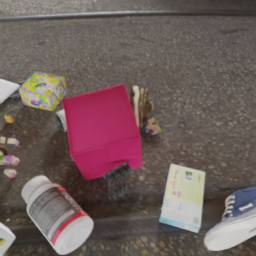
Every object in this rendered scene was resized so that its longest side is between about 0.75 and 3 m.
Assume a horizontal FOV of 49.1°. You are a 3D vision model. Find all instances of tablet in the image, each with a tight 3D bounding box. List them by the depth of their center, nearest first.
[{"bbox_3d":[-7.057,-1.934,14.094,2.728,0.186,1.775,18,52,22],"label":"tablet"}]

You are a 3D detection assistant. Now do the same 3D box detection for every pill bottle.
[{"bbox_3d":[-2.350,2.659,8.932,1.341,1.341,2.422,-35,56,-29],"label":"pill bottle"}]

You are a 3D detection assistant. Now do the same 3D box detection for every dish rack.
[{"bbox_3d":[-0.330,1.905,9.702,1.003,1.308,0.357,-25,47,-26],"label":"dish rack"}]

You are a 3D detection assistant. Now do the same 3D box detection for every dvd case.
[{"bbox_3d":[-5.681,-1.912,14.234,1.421,0.176,1.068,-14,47,-13],"label":"dvd case"}]

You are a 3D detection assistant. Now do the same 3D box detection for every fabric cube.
[{"bbox_3d":[-0.885,0.234,10.169,2.351,2.343,2.306,-14,61,-3],"label":"fabric cube"}]

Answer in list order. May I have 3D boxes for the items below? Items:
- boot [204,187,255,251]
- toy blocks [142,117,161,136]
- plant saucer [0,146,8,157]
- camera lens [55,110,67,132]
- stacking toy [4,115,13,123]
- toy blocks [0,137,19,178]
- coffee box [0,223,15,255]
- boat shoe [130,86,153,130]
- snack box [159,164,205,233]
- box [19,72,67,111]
[{"bbox_3d":[3.444,2.879,9.091,2.893,1.052,1.307,-10,39,-21],"label":"boot"},{"bbox_3d":[0.997,-0.032,12.241,0.612,0.447,0.895,-21,60,-8],"label":"toy blocks"},{"bbox_3d":[-4.977,0.929,10.652,0.773,0.773,0.114,-8,45,-8],"label":"plant saucer"},{"bbox_3d":[-2.546,-0.416,12.266,1.122,0.898,0.898,-26,51,-24],"label":"camera lens"},{"bbox_3d":[-6.114,-0.166,12.434,1.587,0.373,1.197,14,45,16],"label":"stacking toy"},{"bbox_3d":[-4.780,1.164,10.574,1.329,1.197,1.423,2,74,-2],"label":"toy blocks"},{"bbox_3d":[-4.269,3.204,7.856,1.397,1.413,1.411,44,63,-17],"label":"coffee box"},{"bbox_3d":[0.652,-1.005,12.779,1.028,1.026,2.778,4,45,-3],"label":"boat shoe"},{"bbox_3d":[1.934,2.376,9.825,1.299,0.415,2.236,14,47,7],"label":"snack box"},{"bbox_3d":[-4.073,-1.791,13.546,1.604,0.978,1.545,13,47,11],"label":"box"}]
